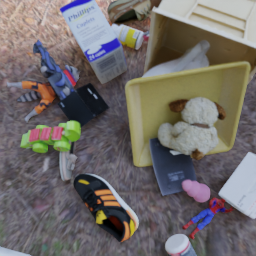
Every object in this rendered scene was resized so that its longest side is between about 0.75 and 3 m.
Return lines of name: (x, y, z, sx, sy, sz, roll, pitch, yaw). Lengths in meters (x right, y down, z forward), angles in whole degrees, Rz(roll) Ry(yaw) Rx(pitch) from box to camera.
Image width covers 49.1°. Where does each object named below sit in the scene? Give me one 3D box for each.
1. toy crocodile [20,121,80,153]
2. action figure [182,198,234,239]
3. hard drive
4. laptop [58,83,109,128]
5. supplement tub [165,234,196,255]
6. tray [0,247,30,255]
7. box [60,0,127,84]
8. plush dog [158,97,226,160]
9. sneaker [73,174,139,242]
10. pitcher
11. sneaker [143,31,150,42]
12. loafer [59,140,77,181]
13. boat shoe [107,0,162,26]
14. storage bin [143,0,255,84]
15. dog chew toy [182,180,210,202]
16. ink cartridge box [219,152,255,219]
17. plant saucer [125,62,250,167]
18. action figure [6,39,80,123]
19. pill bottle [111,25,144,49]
toy crocodile: (-2.168, 0.232, 7.669, 2.143, 0.662, 0.723, -6, 64, 28)
action figure: (2.132, 2.248, 7.264, 1.459, 0.722, 0.476, -37, 78, -14)
hard drive: (1.212, 0.991, 7.763, 1.067, 0.335, 1.582, -12, 76, -4)
laptop: (-1.288, -0.652, 8.210, 0.963, 0.561, 1.087, 53, 43, -1)
supplement tub: (1.319, 3.074, 6.778, 0.588, 0.588, 0.838, -29, 101, -10)
tray: (-2.808, 3.886, 6.900, 2.669, 0.296, 1.433, 13, 72, 5)
box: (-0.932, -2.536, 8.235, 0.990, 1.736, 1.887, -30, 79, -1)
plush dog: (1.686, -0.059, 7.045, 1.671, 1.341, 1.435, 7, 102, -4)
sneaker: (-0.663, 1.971, 7.097, 2.092, 0.941, 0.731, 41, 105, 10)
pitcher: (1.268, -1.393, 7.823, 2.228, 1.912, 1.351, -39, 77, -5)
sneaker: (1.026, -3.300, 9.032, 1.450, 0.584, 0.541, -39, 96, -14)
loafer: (-1.652, 0.709, 7.847, 0.469, 0.537, 1.492, -6, 72, 0)
boat shoe: (0.399, -3.871, 9.163, 2.180, 0.825, 0.805, -14, 66, 17)
storage bin: (2.117, -2.078, 7.544, 2.959, 2.981, 1.397, 23, 71, 7)
dog chew toy: (1.730, 1.593, 7.224, 0.751, 0.468, 0.468, 29, 73, -4)
ink cartridge box: (3.006, 1.442, 6.790, 0.723, 1.714, 1.252, 36, 91, 37)
plant saucer: (1.415, -0.375, 7.339, 2.903, 2.904, 0.703, -10, 42, -4)
action figure: (-2.453, -1.422, 8.328, 2.054, 1.111, 2.123, -26, 100, -14)
pill bottle: (-0.059, -2.990, 9.105, 1.036, 0.576, 0.576, 22, 72, 5)
